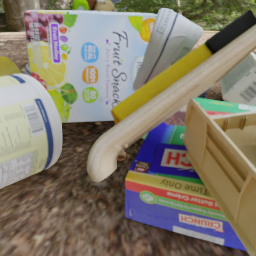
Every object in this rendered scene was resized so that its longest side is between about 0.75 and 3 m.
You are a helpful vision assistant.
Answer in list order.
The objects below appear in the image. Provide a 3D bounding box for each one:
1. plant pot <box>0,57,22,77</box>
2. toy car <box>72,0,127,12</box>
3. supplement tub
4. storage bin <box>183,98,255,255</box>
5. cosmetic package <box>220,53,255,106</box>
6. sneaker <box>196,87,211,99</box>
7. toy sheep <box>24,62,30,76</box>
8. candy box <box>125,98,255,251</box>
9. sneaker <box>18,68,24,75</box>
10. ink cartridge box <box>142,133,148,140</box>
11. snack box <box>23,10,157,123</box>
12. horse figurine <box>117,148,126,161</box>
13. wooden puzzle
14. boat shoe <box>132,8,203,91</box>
[{"bbox_3d":[-3.485,-0.699,7.245,1.575,1.786,1.786,26,34,36],"label":"plant pot"},{"bbox_3d":[-0.959,-4.042,9.244,1.756,1.386,1.443,-12,53,-7],"label":"toy car"},{"bbox_3d":[-2.710,0.229,4.724,1.937,1.937,2.672,20,31,39],"label":"supplement tub"},{"bbox_3d":[1.923,0.299,3.355,1.948,0.913,1.934,-9,38,-12],"label":"storage bin"},{"bbox_3d":[3.901,-1.631,9.322,1.003,1.420,2.744,39,30,-5],"label":"cosmetic package"},{"bbox_3d":[1.651,-0.730,6.128,1.120,1.551,0.590,-14,33,51],"label":"sneaker"},{"bbox_3d":[-3.397,-1.984,10.571,1.101,1.597,1.101,21,30,-13],"label":"toy sheep"},{"bbox_3d":[1.344,0.520,4.666,2.136,0.973,2.526,10,39,18],"label":"candy box"},{"bbox_3d":[-4.057,-1.405,9.830,2.942,1.117,1.335,13,36,37],"label":"sneaker"},{"bbox_3d":[1.001,0.182,6.235,1.050,0.346,1.443,-25,53,-30],"label":"ink cartridge box"},{"bbox_3d":[-0.752,-1.413,6.529,2.884,2.432,0.976,-4,26,-11],"label":"snack box"},{"bbox_3d":[-0.238,0.558,6.155,0.517,0.195,0.781,1,17,-13],"label":"horse figurine"},{"bbox_3d":[0.591,-0.430,3.489,2.612,0.486,2.417,-41,-5,-3],"label":"wooden puzzle"},{"bbox_3d":[0.520,-0.922,4.200,0.650,0.716,1.948,22,-13,0],"label":"boat shoe"}]
